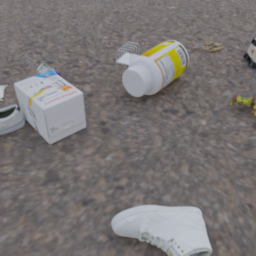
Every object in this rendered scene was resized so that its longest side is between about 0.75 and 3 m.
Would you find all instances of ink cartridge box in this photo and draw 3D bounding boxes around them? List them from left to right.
[{"bbox_3d":[-2.394,-0.690,8.728,1.356,1.333,1.842,-30,49,-32],"label":"ink cartridge box"}]

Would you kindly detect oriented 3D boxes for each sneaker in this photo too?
[{"bbox_3d":[-4.299,-0.091,8.435,2.277,0.806,0.832,-30,48,-31],"label":"sneaker"},{"bbox_3d":[-2.807,-1.895,10.557,0.588,0.841,1.691,-51,42,5],"label":"sneaker"},{"bbox_3d":[0.681,2.235,5.680,2.000,0.737,1.156,-2,36,-5],"label":"sneaker"}]

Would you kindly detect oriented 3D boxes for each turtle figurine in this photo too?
[{"bbox_3d":[4.139,-0.815,9.469,1.256,0.502,1.557,15,34,19],"label":"turtle figurine"}]

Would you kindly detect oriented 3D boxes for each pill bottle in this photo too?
[{"bbox_3d":[1.016,-2.177,10.425,1.458,1.458,2.669,28,47,29],"label":"pill bottle"}]

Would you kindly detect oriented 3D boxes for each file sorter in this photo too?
[{"bbox_3d":[-0.006,-3.288,12.400,0.707,0.634,1.018,17,43,20],"label":"file sorter"}]

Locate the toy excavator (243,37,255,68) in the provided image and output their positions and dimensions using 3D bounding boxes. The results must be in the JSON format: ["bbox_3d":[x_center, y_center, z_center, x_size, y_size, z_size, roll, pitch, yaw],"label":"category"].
[{"bbox_3d":[6.180,-3.328,12.370,1.941,0.970,1.888,9,41,-9],"label":"toy excavator"}]

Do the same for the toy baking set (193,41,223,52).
[{"bbox_3d":[3.849,-3.896,13.517,1.410,0.164,1.082,-25,43,-27],"label":"toy baking set"}]

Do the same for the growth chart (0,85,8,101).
[{"bbox_3d":[-4.974,-1.243,10.367,0.837,0.103,1.157,-7,41,-8],"label":"growth chart"}]
